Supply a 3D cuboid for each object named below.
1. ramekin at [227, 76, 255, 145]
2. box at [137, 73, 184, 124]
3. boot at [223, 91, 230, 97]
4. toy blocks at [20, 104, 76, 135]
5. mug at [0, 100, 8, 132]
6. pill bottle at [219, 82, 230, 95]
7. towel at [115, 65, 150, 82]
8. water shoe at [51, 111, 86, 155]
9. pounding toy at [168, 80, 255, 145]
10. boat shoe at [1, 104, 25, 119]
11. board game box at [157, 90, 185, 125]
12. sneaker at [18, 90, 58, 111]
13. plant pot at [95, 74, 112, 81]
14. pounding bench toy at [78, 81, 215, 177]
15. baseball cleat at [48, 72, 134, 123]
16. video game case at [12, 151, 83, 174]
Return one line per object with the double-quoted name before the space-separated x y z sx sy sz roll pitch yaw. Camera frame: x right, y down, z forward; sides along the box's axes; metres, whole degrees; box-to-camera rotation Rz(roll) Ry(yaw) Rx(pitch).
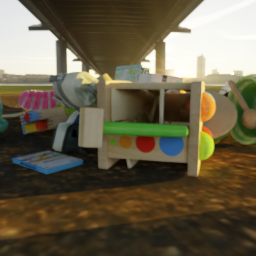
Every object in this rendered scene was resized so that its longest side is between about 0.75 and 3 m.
"ramekin" 3.702 -0.491 7.950 0.941 1.927 1.927 -1 9 -12
"box" 1.049 -1.035 10.679 1.280 1.948 1.958 5 8 -13
"boot" 3.250 -0.893 10.888 2.724 1.008 2.233 -36 28 -23
"toy blocks" -2.822 -0.236 9.361 1.581 1.156 2.312 -13 2 -32
"mug" -5.418 -0.690 9.789 2.115 1.738 1.308 2 11 14
"pill bottle" 4.414 -1.481 12.611 0.658 1.100 0.658 22 11 -4
"towel" 0.025 -1.916 14.437 0.709 2.521 2.945 6 6 -29
"water shoe" -1.297 0.195 7.727 0.987 0.894 2.502 18 16 0
"pounding toy" 2.295 -0.163 7.953 2.359 1.095 1.821 -18 49 -6
"boat shoe" -6.625 -0.983 13.781 2.886 1.067 1.066 -2 9 -12
"board game box" 1.382 -0.520 8.964 1.172 1.547 0.358 -1 31 36
"sneaker" -2.776 -0.988 11.029 2.726 1.006 1.193 2 0 -1
"plant pot" -1.348 -2.147 16.628 1.775 1.895 1.775 -18 8 3
"pounding bench toy" 0.552 -0.034 5.519 2.210 1.760 2.833 3 9 16
"baseball cleat" -0.824 -0.557 7.474 1.585 1.038 2.978 13 -23 39
"video game case" -1.755 0.722 6.080 1.294 0.115 0.926 8 12 40
